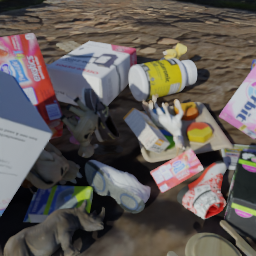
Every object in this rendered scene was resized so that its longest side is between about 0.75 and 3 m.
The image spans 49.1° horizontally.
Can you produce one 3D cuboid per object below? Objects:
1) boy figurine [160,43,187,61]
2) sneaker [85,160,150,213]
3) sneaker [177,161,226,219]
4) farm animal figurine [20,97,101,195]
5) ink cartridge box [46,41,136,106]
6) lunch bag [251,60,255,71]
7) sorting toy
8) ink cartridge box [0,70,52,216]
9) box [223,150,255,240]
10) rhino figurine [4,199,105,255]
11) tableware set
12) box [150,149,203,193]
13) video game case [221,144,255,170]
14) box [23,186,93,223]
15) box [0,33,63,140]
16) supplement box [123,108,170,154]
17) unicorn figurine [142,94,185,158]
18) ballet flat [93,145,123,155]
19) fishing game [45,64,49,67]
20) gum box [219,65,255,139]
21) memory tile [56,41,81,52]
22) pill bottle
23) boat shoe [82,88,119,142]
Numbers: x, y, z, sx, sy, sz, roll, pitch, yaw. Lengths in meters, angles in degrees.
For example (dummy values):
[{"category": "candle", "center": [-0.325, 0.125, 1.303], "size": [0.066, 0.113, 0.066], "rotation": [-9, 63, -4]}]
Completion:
[{"category": "boy figurine", "center": [1.624, -2.755, 10.951], "size": [1.498, 0.931, 0.483], "rotation": [-41, 57, 6]}, {"category": "sneaker", "center": [-0.248, 1.197, 6.114], "size": [1.612, 0.601, 0.702], "rotation": [32, 30, 17]}, {"category": "sneaker", "center": [1.826, 1.327, 5.963], "size": [1.475, 0.493, 0.791], "rotation": [-29, 41, -26]}, {"category": "farm animal figurine", "center": [-1.255, 0.481, 6.064], "size": [1.147, 1.843, 2.282], "rotation": [40, 59, 1]}, {"category": "ink cartridge box", "center": [-1.183, -1.975, 9.982], "size": [2.065, 1.203, 2.853], "rotation": [14, 38, 19]}, {"category": "lunch bag", "center": [5.320, -1.262, 9.284], "size": [2.362, 1.111, 1.778], "rotation": [11, 34, 0]}, {"category": "sorting toy", "center": [1.398, -0.043, 7.861], "size": [2.378, 0.434, 2.201], "rotation": [-7, 37, -5]}, {"category": "ink cartridge box", "center": [-2.749, 0.556, 4.406], "size": [1.234, 2.914, 2.106], "rotation": [25, 14, -47]}, {"category": "box", "center": [2.626, 1.351, 5.589], "size": [1.112, 0.931, 1.497], "rotation": [15, 38, 19]}, {"category": "rhino figurine", "center": [-1.182, 1.875, 4.897], "size": [1.948, 0.582, 0.852], "rotation": [-25, 64, -35]}, {"category": "tableware set", "center": [1.749, 2.647, 4.236], "size": [1.525, 0.462, 2.308], "rotation": [-11, 42, -35]}, {"category": "box", "center": [1.052, 0.922, 6.045], "size": [1.010, 0.478, 0.518], "rotation": [-32, 77, 6]}, {"category": "video game case", "center": [2.927, 0.753, 7.133], "size": [1.005, 0.111, 0.914], "rotation": [5, 36, 7]}, {"category": "box", "center": [-1.439, 1.577, 5.813], "size": [1.302, 0.310, 0.794], "rotation": [2, 37, 2]}, {"category": "box", "center": [-2.797, -1.001, 7.506], "size": [1.360, 1.302, 2.728], "rotation": [-16, 73, -22]}, {"category": "supplement box", "center": [0.442, 0.076, 6.787], "size": [0.680, 0.397, 1.079], "rotation": [24, 24, -55]}, {"category": "unicorn figurine", "center": [0.994, -0.162, 7.079], "size": [0.629, 1.170, 1.704], "rotation": [-20, 28, -12]}, {"category": "ballet flat", "center": [-0.549, 0.557, 7.282], "size": [0.837, 0.282, 0.194], "rotation": [-2, 0, -11]}, {"category": "fishing game", "center": [-3.443, -2.448, 10.631], "size": [2.226, 0.346, 1.594], "rotation": [30, 5, 39]}, {"category": "gum box", "center": [3.393, -0.816, 7.241], "size": [1.078, 0.628, 1.900], "rotation": [36, 86, 14]}, {"category": "memory tile", "center": [-2.846, -4.006, 13.754], "size": [0.975, 0.107, 1.272], "rotation": [-23, 41, -29]}, {"category": "pill bottle", "center": [1.217, -1.711, 9.610], "size": [2.173, 1.209, 1.209], "rotation": [-15, 39, -21]}, {"category": "boat shoe", "center": [-0.697, -0.324, 7.173], "size": [0.519, 1.745, 0.627], "rotation": [-5, 42, 15]}]
